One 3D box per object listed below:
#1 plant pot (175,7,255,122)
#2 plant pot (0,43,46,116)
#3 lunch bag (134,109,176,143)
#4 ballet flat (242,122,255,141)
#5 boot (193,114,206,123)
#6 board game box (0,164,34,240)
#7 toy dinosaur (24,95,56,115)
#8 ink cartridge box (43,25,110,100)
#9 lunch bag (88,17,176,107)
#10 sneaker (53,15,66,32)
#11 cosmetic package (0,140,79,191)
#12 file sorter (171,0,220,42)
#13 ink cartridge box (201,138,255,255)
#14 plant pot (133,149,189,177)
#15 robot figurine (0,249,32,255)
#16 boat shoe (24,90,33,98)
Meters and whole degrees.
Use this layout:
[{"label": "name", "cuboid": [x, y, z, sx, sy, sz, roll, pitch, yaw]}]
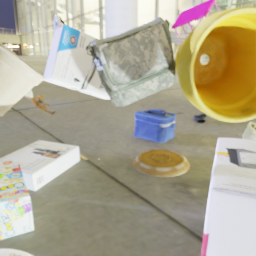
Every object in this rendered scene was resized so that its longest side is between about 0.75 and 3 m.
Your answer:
[{"label": "plant pot", "cuboid": [2.493, -1.767, 7.662, 2.695, 2.695, 2.535, -3, 19, -8]}, {"label": "plant pot", "cuboid": [-3.483, -1.282, 7.715, 1.774, 1.624, 1.774, 38, -2, 1]}, {"label": "lunch bag", "cuboid": [1.073, -0.174, 10.892, 1.652, 1.093, 1.122, 12, 21, 34]}, {"label": "ballet flat", "cuboid": [5.465, 0.297, 9.660, 2.806, 0.974, 0.974, 7, 19, 21]}, {"label": "boot", "cuboid": [3.448, -0.432, 13.073, 0.635, 0.253, 0.771, -12, 14, 0]}, {"label": "board game box", "cuboid": [-2.605, 1.522, 6.008, 0.822, 0.837, 1.597, -9, 20, -25]}, {"label": "toy dinosaur", "cuboid": [-2.875, -0.789, 8.744, 1.266, 0.672, 0.382, 33, 57, 3]}, {"label": "ink cartridge box", "cuboid": [-1.444, -2.198, 9.870, 2.533, 1.849, 1.068, 14, -2, -32]}, {"label": "lunch bag", "cuboid": [0.137, -1.824, 7.499, 2.148, 1.801, 1.496, -22, 51, -6]}, {"label": "sneaker", "cuboid": [-2.278, -3.535, 10.574, 0.836, 1.495, 0.546, -5, -21, -34]}, {"label": "cosmetic package", "cuboid": [-2.650, 1.001, 8.172, 1.570, 0.538, 2.082, 5, 18, 23]}, {"label": "file sorter", "cuboid": [2.360, -3.533, 9.455, 1.346, 0.844, 0.935, -3, 47, 49]}, {"label": "ink cartridge box", "cuboid": [1.955, 1.359, 5.047, 1.006, 1.734, 2.350, 7, 18, 17]}, {"label": "plant pot", "cuboid": [1.014, 1.011, 8.618, 1.727, 0.237, 1.727, 1, 18, 0]}, {"label": "robot figurine", "cuboid": [-1.587, 2.304, 2.302, 1.673, 2.014, 2.681, -31, 3, 29]}, {"label": "boat shoe", "cuboid": [-4.241, -1.536, 11.280, 0.345, 1.040, 0.389, 5, 58, 24]}]
